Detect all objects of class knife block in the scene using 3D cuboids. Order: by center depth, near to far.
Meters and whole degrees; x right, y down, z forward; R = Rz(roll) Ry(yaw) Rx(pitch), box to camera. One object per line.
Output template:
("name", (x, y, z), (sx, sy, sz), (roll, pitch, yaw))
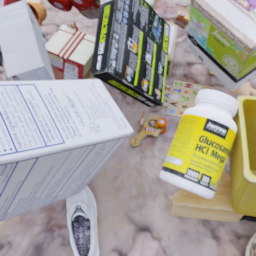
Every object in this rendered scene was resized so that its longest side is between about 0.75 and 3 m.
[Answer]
("knife block", (2.595, 2.079, 7.383), (2.402, 0.769, 2.109), (-31, 56, -24))

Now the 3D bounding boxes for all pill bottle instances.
("pill bottle", (1.481, 0.303, 5.648), (1.120, 1.120, 1.991), (20, 83, 16))

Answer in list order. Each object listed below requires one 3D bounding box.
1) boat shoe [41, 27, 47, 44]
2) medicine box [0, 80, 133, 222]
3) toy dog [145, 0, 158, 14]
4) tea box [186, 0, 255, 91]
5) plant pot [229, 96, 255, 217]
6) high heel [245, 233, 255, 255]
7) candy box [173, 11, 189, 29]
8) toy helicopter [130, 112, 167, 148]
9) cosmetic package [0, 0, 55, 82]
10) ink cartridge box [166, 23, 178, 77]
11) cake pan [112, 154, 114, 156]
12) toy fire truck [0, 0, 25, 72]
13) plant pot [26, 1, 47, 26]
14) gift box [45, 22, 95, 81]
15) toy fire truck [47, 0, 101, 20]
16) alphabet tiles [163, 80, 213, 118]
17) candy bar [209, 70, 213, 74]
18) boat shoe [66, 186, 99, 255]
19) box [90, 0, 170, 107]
("boat shoe", (-3.906, -3.989, 12.396), (0.558, 0.675, 1.804), (-21, 55, -15))
("medicine box", (-1.778, 0.462, 5.254), (2.770, 2.523, 1.426), (-10, 60, -45))
("toy dog", (0.649, -4.468, 9.584), (2.063, 2.127, 1.484), (11, 57, -36))
("tea box", (3.177, -2.855, 8.551), (1.595, 2.348, 2.386), (-35, 67, -7))
("plant pot", (3.187, 0.923, 5.977), (2.118, 2.181, 2.132), (7, 49, 8))
("high heel", (3.457, 3.356, 6.077), (2.951, 1.054, 2.103), (-42, 54, -10))
("candy box", (1.873, -3.718, 9.704), (0.476, 0.816, 0.230), (27, 95, -2))
("toy helicopter", (0.560, 0.066, 9.215), (0.942, 0.562, 1.424), (40, 72, 22))
("cosmetic package", (-2.227, -1.683, 6.110), (0.838, 0.993, 1.859), (-22, 70, -4))
("ink cartridge box", (0.914, -3.412, 11.738), (2.115, 0.964, 2.568), (8, 52, 5))
("cake pan", (-0.977, 0.535, 9.006), (1.219, 0.224, 1.219), (0, 51, 0))
("toy fire truck", (-3.469, -2.812, 7.870), (1.504, 2.253, 2.683), (-3, 38, -35))
("plant pot", (-3.339, -4.075, 9.987), (0.910, 0.910, 0.637), (18, 42, 14))
("gift box", (-1.618, -2.186, 8.684), (1.575, 1.706, 1.593), (25, 50, -1))
("toy fire truck", (-1.168, -4.231, 8.959), (2.516, 2.113, 1.411), (15, 85, 42))
("alphabet tiles", (2.302, -1.017, 10.362), (2.250, 0.071, 1.873), (13, 52, 10))
("candy bar", (3.622, -3.291, 12.053), (0.721, 0.320, 2.892), (3, 50, -3))
("boat shoe", (-1.223, 2.334, 7.177), (0.821, 0.781, 2.280), (-5, 51, -4))
("box", (0.209, -2.184, 7.573), (0.628, 2.551, 2.641), (-3, 75, 35))
